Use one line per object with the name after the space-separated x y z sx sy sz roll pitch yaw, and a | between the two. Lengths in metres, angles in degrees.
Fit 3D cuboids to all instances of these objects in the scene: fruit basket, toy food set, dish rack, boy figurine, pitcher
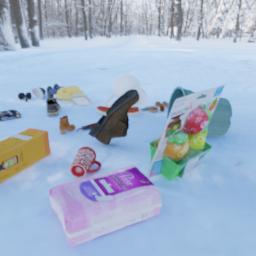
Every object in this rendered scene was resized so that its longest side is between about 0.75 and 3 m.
1.791 0.170 8.186 2.578 2.783 1.304 -19 51 -42 | fruit basket
1.717 -1.146 15.019 1.923 0.303 1.223 -19 28 -41 | toy food set
-2.536 -1.480 15.201 0.905 0.230 1.055 -5 -19 12 | dish rack
-3.507 -2.050 16.570 2.723 0.877 1.693 14 30 30 | boy figurine
-0.265 -1.710 13.637 1.983 1.401 2.312 -14 28 -3 | pitcher

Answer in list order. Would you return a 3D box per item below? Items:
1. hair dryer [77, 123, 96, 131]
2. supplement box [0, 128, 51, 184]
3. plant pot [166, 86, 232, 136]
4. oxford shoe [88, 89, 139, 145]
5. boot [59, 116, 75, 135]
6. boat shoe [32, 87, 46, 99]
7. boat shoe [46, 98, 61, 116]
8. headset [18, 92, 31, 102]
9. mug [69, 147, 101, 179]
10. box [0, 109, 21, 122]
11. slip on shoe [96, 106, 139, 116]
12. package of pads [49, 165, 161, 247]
-1.432 -0.197 12.348 1.216 0.434 1.597 6 18 25 | hair dryer
-3.731 0.904 8.767 0.977 0.945 2.840 9 22 23 | supplement box
2.857 -0.517 11.245 2.060 2.103 2.103 4 20 -10 | plant pot
-0.292 -0.322 10.041 1.151 2.727 0.991 40 41 -4 | oxford shoe
-2.609 -0.196 11.938 0.359 0.727 0.937 14 25 32 | boot
-5.464 -2.265 17.397 0.677 0.689 1.910 -16 24 -27 | boat shoe
-3.892 -1.198 14.562 0.736 0.724 1.975 -6 22 -15 | boat shoe
-6.176 -1.824 16.812 0.783 0.596 1.268 -7 7 -26 | headset
-1.327 1.092 8.734 0.863 0.649 0.973 2 24 9 | mug
-5.921 -0.636 13.797 0.969 0.243 0.976 -16 26 -34 | box
-0.545 -1.023 14.192 2.218 0.679 0.822 1 23 6 | slip on shoe
-0.540 1.744 6.633 2.362 0.894 1.423 -11 26 -26 | package of pads
